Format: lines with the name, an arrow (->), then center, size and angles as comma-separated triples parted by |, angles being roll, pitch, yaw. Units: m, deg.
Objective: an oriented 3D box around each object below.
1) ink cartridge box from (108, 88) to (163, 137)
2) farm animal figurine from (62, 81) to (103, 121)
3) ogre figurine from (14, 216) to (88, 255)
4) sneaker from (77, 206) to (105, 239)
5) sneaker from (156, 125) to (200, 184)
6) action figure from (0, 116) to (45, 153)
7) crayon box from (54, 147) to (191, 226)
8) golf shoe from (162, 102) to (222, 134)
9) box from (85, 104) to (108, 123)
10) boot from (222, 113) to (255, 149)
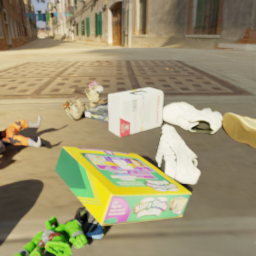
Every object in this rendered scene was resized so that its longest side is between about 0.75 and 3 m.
ink cartridge box -> 0.341, -0.733, 12.339 | 2.312, 1.685, 0.957 | -14, 26, -34
farm animal figurine -> -2.093, -1.278, 14.138 | 2.199, 1.106, 1.776 | -37, 20, -5
ogre figurine -> -1.519, 2.314, 5.699 | 1.584, 0.777, 0.950 | -41, 6, 11
sneaker -> -0.880, 1.985, 6.916 | 0.704, 0.603, 1.700 | 6, 24, -4
sneaker -> 1.584, 0.880, 9.315 | 1.216, 1.127, 3.000 | 8, 29, -2
action figure -> -4.409, 0.657, 10.071 | 2.607, 1.410, 2.695 | -11, 50, -10
crayon box -> -0.127, 1.353, 6.943 | 2.619, 0.764, 2.260 | 11, 15, -42
golf shoe -> 2.663, -0.382, 12.421 | 2.795, 1.094, 1.359 | 9, 29, 24
box -> -1.099, -0.738, 14.046 | 1.725, 0.440, 1.360 | 14, 27, 33
boot -> 5.440, 0.010, 11.414 | 2.095, 0.981, 2.695 | -10, 25, -24
